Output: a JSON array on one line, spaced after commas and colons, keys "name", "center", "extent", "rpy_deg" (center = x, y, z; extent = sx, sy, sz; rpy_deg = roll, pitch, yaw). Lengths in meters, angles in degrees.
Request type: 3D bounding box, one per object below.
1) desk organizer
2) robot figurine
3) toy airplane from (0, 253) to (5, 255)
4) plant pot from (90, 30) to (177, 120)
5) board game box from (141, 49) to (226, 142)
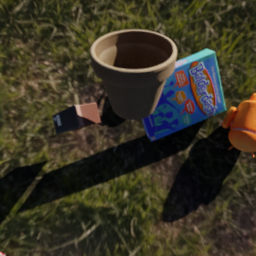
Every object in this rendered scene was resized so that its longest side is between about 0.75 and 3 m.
[{"name": "desk organizer", "center": [-1.591, -0.258, 8.377], "extent": [0.690, 1.791, 0.642], "rpy_deg": [-13, 90, -35]}, {"name": "robot figurine", "center": [4.004, -0.081, 9.165], "extent": [1.451, 1.177, 2.018], "rpy_deg": [27, 79, -18]}, {"name": "toy airplane", "center": [-5.122, 3.638, 8.872], "extent": [2.494, 0.459, 2.494], "rpy_deg": [0, 82, 1]}, {"name": "plant pot", "center": [0.114, -1.158, 6.706], "extent": [1.942, 1.694, 1.942], "rpy_deg": [0, 44, 0]}, {"name": "board game box", "center": [1.619, -1.014, 9.004], "extent": [2.739, 0.616, 2.083], "rpy_deg": [-23, 117, -3]}]
